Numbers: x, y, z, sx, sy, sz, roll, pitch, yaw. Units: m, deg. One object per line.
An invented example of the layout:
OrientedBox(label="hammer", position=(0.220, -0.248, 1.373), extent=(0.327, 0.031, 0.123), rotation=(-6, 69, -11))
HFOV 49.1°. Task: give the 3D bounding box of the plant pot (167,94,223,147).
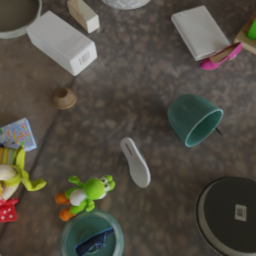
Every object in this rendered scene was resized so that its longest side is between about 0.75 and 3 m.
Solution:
OrientedBox(label="plant pot", position=(1.921, -0.348, 8.587), extent=(1.465, 1.465, 1.175), rotation=(-34, 60, -14))

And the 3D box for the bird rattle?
OrientedBox(label="bird rattle", position=(-3.451, 1.557, 7.073), extent=(2.509, 2.046, 1.414), rotation=(-40, 68, 17))

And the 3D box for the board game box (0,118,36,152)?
OrientedBox(label="board game box", position=(-3.717, 0.423, 8.807), extent=(1.388, 0.254, 1.050), rotation=(-23, 68, -9))

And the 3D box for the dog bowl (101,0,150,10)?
OrientedBox(label="dog bowl", position=(-0.105, -6.068, 11.477), extent=(2.871, 0.842, 2.871), rotation=(0, 66, 0))

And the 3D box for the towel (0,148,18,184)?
OrientedBox(label="towel", position=(-4.659, 1.129, 8.290), extent=(2.792, 0.252, 1.202), rotation=(4, 76, -1))

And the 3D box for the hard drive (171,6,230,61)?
OrientedBox(label="hard drive", position=(2.747, -3.648, 10.679), extent=(1.429, 0.285, 2.166), rotation=(-19, 67, -9))

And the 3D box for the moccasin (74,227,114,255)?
OrientedBox(label="moccasin", position=(-0.836, 3.016, 7.367), extent=(1.130, 0.454, 0.385), rotation=(-30, 72, 0))

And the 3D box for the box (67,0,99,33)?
OrientedBox(label="box", position=(-1.731, -4.380, 10.828), extent=(0.519, 0.634, 1.335), rotation=(-36, 69, -15))

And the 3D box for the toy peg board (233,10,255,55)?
OrientedBox(label="toy peg board", position=(5.884, -3.765, 10.142), extent=(2.768, 1.354, 2.757), rotation=(34, 70, 14))

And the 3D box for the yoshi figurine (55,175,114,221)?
OrientedBox(label="yoshi figurine", position=(-1.208, 1.774, 7.473), extent=(1.737, 0.976, 0.973), rotation=(-32, 23, 17))

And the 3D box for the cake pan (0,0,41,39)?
OrientedBox(label="cake pan", position=(-4.680, -4.561, 10.969), extent=(2.670, 0.490, 2.670), rotation=(0, 66, 0))

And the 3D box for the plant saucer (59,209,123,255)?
OrientedBox(label="plant saucer", position=(-1.015, 3.107, 7.616), extent=(1.779, 0.244, 1.779), rotation=(0, 65, 0))

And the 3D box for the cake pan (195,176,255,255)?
OrientedBox(label="cake pan", position=(3.065, 2.375, 7.673), extent=(2.380, 0.437, 2.380), rotation=(-2, 59, 4))

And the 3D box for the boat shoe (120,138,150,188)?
OrientedBox(label="boat shoe", position=(0.288, 0.980, 8.388), extent=(0.563, 0.554, 1.563), rotation=(-21, 89, 22))

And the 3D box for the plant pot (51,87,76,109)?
OrientedBox(label="plant pot", position=(-2.193, -1.075, 9.450), extent=(0.821, 0.379, 0.821), rotation=(0, 64, 0))

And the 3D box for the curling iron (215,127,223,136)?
OrientedBox(label="curling iron", position=(2.784, -0.066, 9.109), extent=(0.106, 0.206, 0.833), rotation=(-39, 73, 19))

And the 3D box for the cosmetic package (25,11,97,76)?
OrientedBox(label="cosmetic package", position=(-2.404, -3.068, 10.109), extent=(2.351, 0.871, 1.195), rotation=(39, 71, 18))

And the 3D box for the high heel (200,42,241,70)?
OrientedBox(label="high heel", position=(3.284, -2.570, 9.927), extent=(1.553, 0.745, 0.523), rotation=(-18, 67, -8))

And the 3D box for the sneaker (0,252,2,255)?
OrientedBox(label="sneaker", position=(-4.044, 3.206, 7.084), extent=(2.075, 0.726, 0.934), rotation=(32, 34, 21))
